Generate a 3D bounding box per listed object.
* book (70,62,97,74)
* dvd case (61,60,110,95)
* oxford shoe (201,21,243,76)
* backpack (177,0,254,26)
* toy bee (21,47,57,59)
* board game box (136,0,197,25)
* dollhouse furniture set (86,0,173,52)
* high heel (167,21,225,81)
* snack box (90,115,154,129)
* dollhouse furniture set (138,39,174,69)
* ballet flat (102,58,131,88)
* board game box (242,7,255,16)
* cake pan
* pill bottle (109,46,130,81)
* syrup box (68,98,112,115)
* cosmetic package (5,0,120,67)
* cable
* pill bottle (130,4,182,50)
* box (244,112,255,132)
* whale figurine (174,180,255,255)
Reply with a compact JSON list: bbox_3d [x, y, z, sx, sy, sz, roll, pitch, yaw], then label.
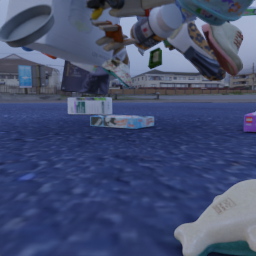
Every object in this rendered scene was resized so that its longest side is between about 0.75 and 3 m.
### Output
[{"bbox_3d":[-1.261,-2.621,9.344,0.918,1.374,0.330,27,11,22],"label":"book"},{"bbox_3d":[-1.427,-2.360,9.992,1.692,2.276,0.182,6,-6,7],"label":"dvd case"},{"bbox_3d":[2.711,-2.356,7.629,0.911,0.873,2.468,-24,43,17],"label":"oxford shoe"},{"bbox_3d":[1.824,-2.988,5.627,1.724,1.462,1.942,30,49,-2],"label":"backpack"},{"bbox_3d":[-3.116,-3.057,8.655,2.243,1.219,1.468,18,-3,-29],"label":"toy bee"},{"bbox_3d":[1.147,-3.638,8.721,1.763,0.304,1.193,-17,-41,14],"label":"board game box"},{"bbox_3d":[-0.112,-2.694,5.562,1.097,2.129,2.106,-19,32,-14],"label":"dollhouse furniture set"},{"bbox_3d":[2.478,-2.960,10.178,2.088,2.928,1.046,22,-48,-37],"label":"high heel"},{"bbox_3d":[-0.199,-0.222,9.081,1.821,0.338,1.058,4,7,33],"label":"snack box"},{"bbox_3d":[1.419,-3.440,11.596,1.822,0.914,1.193,-18,-42,32],"label":"dollhouse furniture set"},{"bbox_3d":[-0.221,-1.288,6.239,0.464,0.393,1.228,35,6,-41],"label":"ballet flat"},{"bbox_3d":[3.791,-4.069,9.808,1.589,0.231,1.070,-4,27,-2],"label":"board game box"},{"bbox_3d":[-1.711,-1.743,4.796,1.061,1.061,0.195,3,-36,26],"label":"cake pan"},{"bbox_3d":[-1.031,-3.412,11.066,1.607,2.810,1.607,-11,44,11],"label":"pill bottle"},{"bbox_3d":[-2.096,-1.208,15.377,2.315,0.911,0.943,2,7,17],"label":"syrup box"},{"bbox_3d":[-1.487,-3.132,7.263,1.586,2.580,2.572,17,8,29],"label":"cosmetic package"},{"bbox_3d":[-0.382,-2.265,4.870,0.326,0.629,1.295,-5,12,-37],"label":"cable"},{"bbox_3d":[0.668,-2.463,6.862,0.756,0.756,1.299,-4,-3,-31],"label":"pill bottle"},{"bbox_3d":[4.443,-0.183,8.008,1.675,0.478,2.447,4,7,33],"label":"box"},{"bbox_3d":[0.683,0.624,1.704,0.762,0.395,0.606,-24,11,-2],"label":"whale figurine"}]
